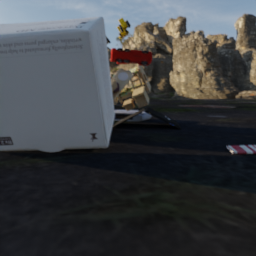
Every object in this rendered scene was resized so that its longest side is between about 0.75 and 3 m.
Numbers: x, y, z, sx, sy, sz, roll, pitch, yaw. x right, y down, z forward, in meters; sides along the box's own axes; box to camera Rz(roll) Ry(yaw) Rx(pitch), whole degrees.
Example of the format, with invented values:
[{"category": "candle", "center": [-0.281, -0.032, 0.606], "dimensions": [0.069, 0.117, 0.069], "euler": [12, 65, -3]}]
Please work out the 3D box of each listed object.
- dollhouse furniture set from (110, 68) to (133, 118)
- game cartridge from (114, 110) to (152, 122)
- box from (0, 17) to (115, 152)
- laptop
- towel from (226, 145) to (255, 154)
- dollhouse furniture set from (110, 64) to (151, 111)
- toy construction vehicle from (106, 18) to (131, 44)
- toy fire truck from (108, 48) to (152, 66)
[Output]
[{"category": "dollhouse furniture set", "center": [-1.044, -1.796, 8.943], "dimensions": [2.311, 1.640, 1.831], "euler": [28, -20, 15]}, {"category": "game cartridge", "center": [-0.156, -0.596, 13.307], "dimensions": [2.355, 0.489, 1.568], "euler": [3, 4, 24]}, {"category": "box", "center": [-1.724, -0.958, 6.216], "dimensions": [2.542, 2.556, 1.670], "euler": [-2, 30, 5]}, {"category": "laptop", "center": [0.725, -0.131, 10.953], "dimensions": [2.270, 1.173, 2.012], "euler": [26, 10, 1]}, {"category": "towel", "center": [2.706, 0.504, 6.322], "dimensions": [0.822, 0.093, 0.592], "euler": [-1, 10, 5]}, {"category": "dollhouse furniture set", "center": [-0.393, -1.454, 11.245], "dimensions": [2.246, 1.249, 1.987], "euler": [-19, 25, 17]}, {"category": "toy construction vehicle", "center": [-0.416, -2.774, 8.113], "dimensions": [1.019, 0.412, 1.171], "euler": [-31, 5, 9]}, {"category": "toy fire truck", "center": [-0.178, -2.333, 9.462], "dimensions": [1.811, 0.442, 1.277], "euler": [3, 4, -7]}]
